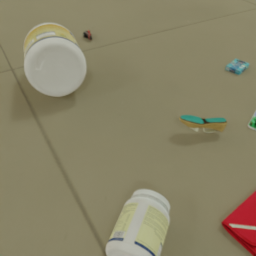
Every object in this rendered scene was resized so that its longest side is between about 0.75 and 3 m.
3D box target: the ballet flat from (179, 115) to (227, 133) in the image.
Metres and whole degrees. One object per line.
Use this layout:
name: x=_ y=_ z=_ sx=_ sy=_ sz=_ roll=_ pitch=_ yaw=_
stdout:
ballet flat: x=2.285 y=-0.078 z=8.608 sx=1.517 sy=0.478 sz=0.521 roll=4 pitch=28 yaw=-5

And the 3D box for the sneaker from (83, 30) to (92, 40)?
sneaker: x=-2.017 y=-4.550 z=13.812 sx=0.411 sy=0.297 sz=0.841 roll=-11 pitch=42 yaw=-12

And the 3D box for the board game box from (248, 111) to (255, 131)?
board game box: x=5.341 y=-0.297 z=9.249 sx=2.112 sy=0.273 sz=2.112 roll=26 pitch=49 yaw=24

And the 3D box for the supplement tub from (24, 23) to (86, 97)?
supplement tub: x=-2.731 y=-2.607 z=10.205 sx=2.032 sy=2.032 sz=2.814 roll=-12 pitch=37 yaw=-13

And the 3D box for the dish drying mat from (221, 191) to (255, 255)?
dish drying mat: x=3.535 y=1.927 z=6.867 sx=2.722 sy=0.248 sz=1.046 roll=-28 pitch=49 yaw=-27

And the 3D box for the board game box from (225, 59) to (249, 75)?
board game box: x=4.574 y=-2.561 z=11.740 sx=0.632 sy=0.197 sz=0.837 roll=33 pitch=52 yaw=30

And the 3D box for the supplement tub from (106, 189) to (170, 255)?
supplement tub: x=0.269 y=2.181 z=5.986 sx=1.073 sy=1.073 sz=1.480 roll=15 pitch=45 yaw=15
